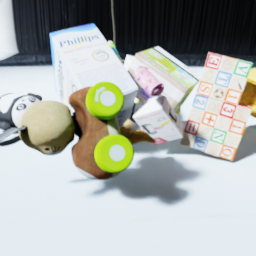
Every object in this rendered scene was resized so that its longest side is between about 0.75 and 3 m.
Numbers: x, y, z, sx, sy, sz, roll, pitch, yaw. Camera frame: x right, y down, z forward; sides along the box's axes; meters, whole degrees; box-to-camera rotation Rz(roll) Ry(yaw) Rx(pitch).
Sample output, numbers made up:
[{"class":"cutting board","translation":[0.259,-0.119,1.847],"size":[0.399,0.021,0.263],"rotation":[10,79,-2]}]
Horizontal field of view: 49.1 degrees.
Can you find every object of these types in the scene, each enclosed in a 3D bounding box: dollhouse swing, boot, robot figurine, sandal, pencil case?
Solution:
[{"class":"dollhouse swing","translation":[4.319,-0.895,9.947],"size":[1.531,1.742,1.583],"rotation":[-39,54,-19]},{"class":"boot","translation":[0.141,0.345,7.544],"size":[1.098,0.786,0.386],"rotation":[35,4,-23]},{"class":"robot figurine","translation":[-4.490,-0.692,11.451],"size":[2.312,1.737,1.443],"rotation":[12,-1,33]},{"class":"sandal","translation":[1.203,-0.679,12.027],"size":[2.068,0.900,0.822],"rotation":[13,60,17]},{"class":"pencil case","translation":[0.499,-1.134,6.788],"size":[0.392,0.410,0.947],"rotation":[0,39,-34]}]

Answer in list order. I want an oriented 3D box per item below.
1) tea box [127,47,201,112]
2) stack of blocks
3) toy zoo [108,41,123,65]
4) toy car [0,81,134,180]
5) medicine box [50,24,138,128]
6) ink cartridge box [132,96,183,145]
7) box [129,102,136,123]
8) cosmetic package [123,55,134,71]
[{"class":"tea box","translation":[1.097,-1.505,9.123],"size":[1.899,1.269,1.868],"rotation":[37,34,9]},{"class":"stack of blocks","translation":[2.800,-0.652,8.471],"size":[1.639,2.847,0.834],"rotation":[18,16,13]},{"class":"toy zoo","translation":[-0.543,-2.179,9.540],"size":[0.136,0.870,1.326],"rotation":[-4,56,-34]},{"class":"toy car","translation":[-1.434,0.218,5.653],"size":[2.508,1.979,2.060],"rotation":[-8,-5,-17]},{"class":"medicine box","translation":[-1.206,-1.216,8.940],"size":[1.510,2.672,2.934],"rotation":[-21,63,-22]},{"class":"ink cartridge box","translation":[0.895,-0.190,8.175],"size":[0.993,1.346,0.576],"rotation":[-17,43,30]},{"class":"box","translation":[-0.191,-0.758,11.416],"size":[0.939,0.677,1.265],"rotation":[35,-13,-33]},{"class":"cosmetic package","translation":[0.302,-2.214,11.887],"size":[0.586,0.955,2.314],"rotation":[8,31,-19]}]
